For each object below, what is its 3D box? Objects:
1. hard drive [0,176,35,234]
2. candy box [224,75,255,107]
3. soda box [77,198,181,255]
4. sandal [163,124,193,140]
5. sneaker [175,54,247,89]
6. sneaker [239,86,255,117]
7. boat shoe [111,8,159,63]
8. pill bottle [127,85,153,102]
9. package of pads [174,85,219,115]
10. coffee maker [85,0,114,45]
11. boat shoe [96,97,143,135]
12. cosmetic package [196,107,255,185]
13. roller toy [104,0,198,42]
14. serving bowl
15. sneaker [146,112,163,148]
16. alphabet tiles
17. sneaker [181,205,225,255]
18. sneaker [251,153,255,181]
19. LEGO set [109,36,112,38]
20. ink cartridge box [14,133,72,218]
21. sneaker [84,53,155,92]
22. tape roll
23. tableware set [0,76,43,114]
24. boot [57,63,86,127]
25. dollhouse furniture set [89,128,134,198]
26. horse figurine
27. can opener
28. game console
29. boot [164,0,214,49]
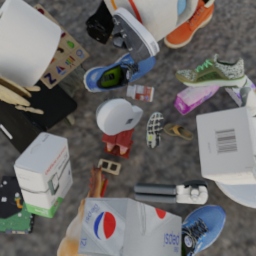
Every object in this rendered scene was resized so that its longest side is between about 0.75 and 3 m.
[{"bbox_3d":[-3.417,2.353,8.624,1.177,0.319,1.685,2,68,1],"label":"hard drive"},{"bbox_3d":[4.085,-1.356,10.054,0.817,0.348,0.974,-29,72,-11],"label":"candy box"},{"bbox_3d":[0.235,2.162,5.819,0.921,2.904,0.991,-7,65,28],"label":"soda box"},{"bbox_3d":[1.730,0.105,9.519,1.047,0.283,0.421,21,70,8],"label":"sandal"},{"bbox_3d":[2.435,-1.755,8.300,2.096,0.929,0.806,5,34,20],"label":"sneaker"},{"bbox_3d":[2.846,-0.636,6.413,0.483,1.205,0.424,-18,61,17],"label":"sneaker"},{"bbox_3d":[-0.046,-2.315,7.137,0.783,0.826,2.363,-34,48,3],"label":"boat shoe"},{"bbox_3d":[0.353,-1.032,8.268,0.752,0.422,0.422,9,69,4],"label":"pill bottle"},{"bbox_3d":[2.388,-1.175,9.662,1.566,0.943,0.592,-33,71,-13],"label":"package of pads"},{"bbox_3d":[-0.727,-4.047,10.282,1.047,1.493,1.555,31,82,-28],"label":"coffee maker"},{"bbox_3d":[-0.304,-0.362,6.757,0.706,2.495,0.856,36,98,13],"label":"boat shoe"},{"bbox_3d":[2.607,0.590,6.759,1.114,2.627,1.413,-11,70,27],"label":"cosmetic package"},{"bbox_3d":[0.595,-4.003,8.147,2.031,2.906,2.651,-38,117,-7],"label":"roller toy"},{"bbox_3d":[3.841,1.106,8.758,2.811,0.925,2.811,-1,69,2],"label":"serving bowl"},{"bbox_3d":[0.594,0.027,6.888,0.404,1.043,0.415,-3,40,-13],"label":"sneaker"},{"bbox_3d":[-2.793,-2.209,8.258,2.221,0.100,2.657,45,63,-7],"label":"alphabet tiles"},{"bbox_3d":[1.749,3.142,7.851,2.679,1.194,1.052,-36,73,-13],"label":"sneaker"},{"bbox_3d":[2.356,0.882,4.706,0.504,0.467,1.243,-7,42,32],"label":"sneaker"},{"bbox_3d":[-0.692,-4.307,11.243,1.078,0.471,1.661,28,84,12],"label":"LEGO set"},{"bbox_3d":[-1.861,1.085,6.403,0.663,1.579,1.152,13,41,12],"label":"ink cartridge box"},{"bbox_3d":[-0.092,-1.585,8.205,2.301,0.904,1.026,-29,28,-21],"label":"sneaker"},{"bbox_3d":[-2.723,-2.045,6.912,1.307,1.903,1.903,29,65,-35],"label":"tape roll"},{"bbox_3d":[-2.953,-0.977,6.722,1.565,2.367,0.474,33,77,-32],"label":"tableware set"},{"bbox_3d":[-1.958,-1.357,9.822,1.597,0.828,2.444,-24,70,-11],"label":"boot"},{"bbox_3d":[-0.500,1.074,8.677,0.874,1.156,2.148,14,69,6],"label":"dollhouse furniture set"},{"bbox_3d":[-1.126,2.413,6.405,0.706,1.873,2.827,24,62,0],"label":"horse figurine"},{"bbox_3d":[0.721,1.085,4.739,1.233,0.410,0.325,-1,107,7],"label":"can opener"},{"bbox_3d":[-3.288,-0.597,9.421,2.481,2.182,1.444,44,34,16],"label":"game console"},{"bbox_3d":[2.327,-4.147,10.620,0.958,1.369,2.553,41,76,13],"label":"boot"}]
